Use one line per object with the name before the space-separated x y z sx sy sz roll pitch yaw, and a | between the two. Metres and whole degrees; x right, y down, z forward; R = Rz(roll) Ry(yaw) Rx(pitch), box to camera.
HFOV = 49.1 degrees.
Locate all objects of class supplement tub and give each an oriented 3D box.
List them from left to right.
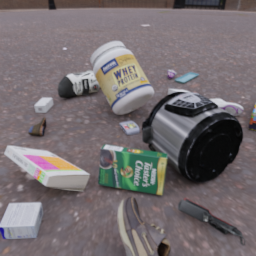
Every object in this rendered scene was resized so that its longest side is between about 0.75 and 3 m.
supplement tub | -0.298 -2.010 11.380 1.828 1.828 2.532 -22 77 -34

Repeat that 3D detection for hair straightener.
hair straightener | 1.872 2.170 6.430 1.672 0.342 0.643 29 9 30

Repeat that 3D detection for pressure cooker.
pressure cooker | 1.734 0.128 8.323 2.199 2.233 2.500 33 7 -38

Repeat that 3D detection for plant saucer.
plant saucer | 3.271 -2.770 15.555 0.601 0.163 1.719 22 35 34

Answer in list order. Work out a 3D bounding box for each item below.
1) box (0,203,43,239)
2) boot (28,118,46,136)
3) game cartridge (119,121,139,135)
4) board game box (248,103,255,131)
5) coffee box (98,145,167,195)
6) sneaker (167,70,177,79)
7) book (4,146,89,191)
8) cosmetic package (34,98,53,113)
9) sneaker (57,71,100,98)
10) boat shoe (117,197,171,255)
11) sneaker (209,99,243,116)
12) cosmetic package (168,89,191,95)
box | -2.453 2.144 6.495 0.776 0.407 0.714 -1 30 -2
boot | -3.374 -0.075 10.476 0.528 0.407 1.089 -1 31 -7
game cartridge | 0.073 -0.008 10.614 0.566 0.174 0.850 -8 30 -21
board game box | 6.067 -0.535 10.965 2.158 0.740 2.610 17 33 24
coffee box | 0.116 1.113 7.501 1.786 1.098 0.393 9 15 9
sneaker | 2.361 -2.969 15.679 0.400 0.439 0.994 31 6 -11
book | -2.260 1.048 7.711 2.060 0.495 1.376 23 3 38
cosmetic package | -3.647 -0.992 12.160 0.492 0.354 0.873 1 30 6
sneaker | -2.071 -2.121 13.450 1.267 1.061 2.863 17 34 31
boat shoe | 0.402 2.328 5.331 0.864 0.878 2.356 -20 43 3
sneaker | 4.004 -0.959 11.753 1.582 0.592 0.788 11 42 18
cosmetic package | 2.242 -1.385 12.272 0.745 0.535 1.319 4 10 -9
